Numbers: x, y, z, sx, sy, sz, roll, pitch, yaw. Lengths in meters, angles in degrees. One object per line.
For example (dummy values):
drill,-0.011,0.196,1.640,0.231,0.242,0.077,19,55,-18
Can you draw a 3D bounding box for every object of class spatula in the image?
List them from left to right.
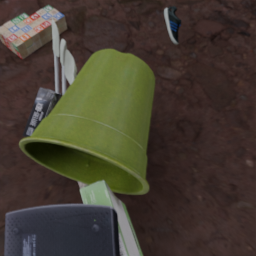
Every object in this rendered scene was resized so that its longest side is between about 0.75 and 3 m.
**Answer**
spatula,-1.898,-1.430,8.203,0.221,2.747,1.910,-19,58,-26

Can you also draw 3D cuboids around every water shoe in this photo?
water shoe,1.536,-3.368,9.209,0.479,1.215,0.434,-14,13,23

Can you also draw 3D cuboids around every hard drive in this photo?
hard drive,-1.187,2.167,4.928,2.345,0.496,1.582,-11,74,24

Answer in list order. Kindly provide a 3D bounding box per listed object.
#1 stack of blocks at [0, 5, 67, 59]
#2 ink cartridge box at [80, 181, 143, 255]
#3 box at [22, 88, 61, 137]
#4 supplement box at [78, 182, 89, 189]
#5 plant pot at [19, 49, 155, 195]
stack of blocks,-3.706,-3.843,10.929,1.313,0.668,2.280,39,67,20
ink cartridge box,-0.234,2.398,6.240,0.608,2.535,1.844,-21,63,-3
box,-2.389,-0.423,7.929,0.421,1.693,1.335,21,92,-9
supplement box,-1.147,1.005,8.035,0.893,0.521,1.417,-18,64,-25
plant pot,-0.555,-0.251,6.533,2.882,2.882,2.737,15,67,8
